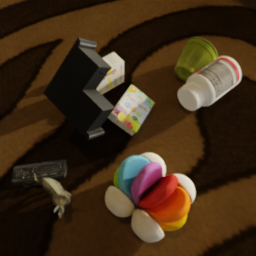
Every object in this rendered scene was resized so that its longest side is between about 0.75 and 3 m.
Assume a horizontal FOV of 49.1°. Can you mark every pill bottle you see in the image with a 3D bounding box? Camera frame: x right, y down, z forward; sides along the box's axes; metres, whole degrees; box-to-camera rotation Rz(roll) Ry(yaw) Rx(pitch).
[{"bbox_3d":[3.282,-1.765,11.457,2.564,1.419,1.419,-35,62,-22],"label":"pill bottle"}]

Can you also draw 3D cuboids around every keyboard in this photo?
[{"bbox_3d":[-3.117,1.594,9.798,1.889,0.374,0.983,-8,56,-5],"label":"keyboard"}]

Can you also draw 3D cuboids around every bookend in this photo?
[{"bbox_3d":[-1.168,-1.211,8.824,2.193,2.207,1.017,44,23,12],"label":"bookend"}]

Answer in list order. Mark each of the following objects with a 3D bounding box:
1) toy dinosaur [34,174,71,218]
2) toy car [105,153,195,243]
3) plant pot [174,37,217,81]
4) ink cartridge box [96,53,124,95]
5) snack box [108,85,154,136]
[{"bbox_3d":[-2.400,2.011,9.115,0.739,0.982,1.919,-32,65,-20],"label":"toy dinosaur"},{"bbox_3d":[0.686,1.889,8.582,2.692,2.019,2.356,37,64,22],"label":"toy car"},{"bbox_3d":[2.846,-2.872,12.324,1.551,1.551,1.493,32,74,20],"label":"plant pot"},{"bbox_3d":[-1.066,-2.176,11.806,1.791,1.300,0.747,-34,64,-21],"label":"ink cartridge box"},{"bbox_3d":[0.143,-0.713,11.060,1.211,0.451,1.702,38,59,-8],"label":"snack box"}]
